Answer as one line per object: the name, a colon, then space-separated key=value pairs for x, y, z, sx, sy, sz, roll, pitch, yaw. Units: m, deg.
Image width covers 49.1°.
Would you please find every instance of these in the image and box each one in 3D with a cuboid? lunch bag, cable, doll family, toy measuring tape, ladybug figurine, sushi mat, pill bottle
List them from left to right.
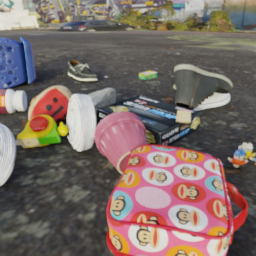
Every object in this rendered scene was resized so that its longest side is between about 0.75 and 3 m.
cable: x=-3.405 y=0.670 z=6.839 sx=1.622 sy=1.622 sz=0.561 roll=7 pitch=-11 yaw=36
pill bottle: x=-5.164 y=-1.075 z=11.450 sx=1.803 sy=0.988 sz=0.988 roll=-2 pitch=24 yaw=-5
toy measuring tape: x=-3.234 y=0.124 z=8.875 sx=2.706 sy=0.995 sz=0.995 roll=-7 pitch=24 yaw=1
ladybug figurine: x=-2.697 y=-0.683 z=10.027 sx=0.690 sy=1.302 sz=1.919 roll=24 pitch=64 yaw=39
cable: x=-1.421 y=-0.148 z=8.481 sx=0.598 sy=1.727 sz=1.728 roll=-3 pitch=30 yaw=-23
lunch bag: x=1.041 y=1.413 z=5.648 sx=2.507 sy=1.166 sz=2.846 roll=6 pitch=25 yaw=13
sushi mat: x=1.843 y=-0.374 z=9.311 sx=0.461 sy=0.058 sz=0.964 roll=6 pitch=26 yaw=10
doll family: x=3.434 y=0.793 z=7.555 sx=1.384 sy=0.859 sz=0.624 roll=9 pitch=58 yaw=18

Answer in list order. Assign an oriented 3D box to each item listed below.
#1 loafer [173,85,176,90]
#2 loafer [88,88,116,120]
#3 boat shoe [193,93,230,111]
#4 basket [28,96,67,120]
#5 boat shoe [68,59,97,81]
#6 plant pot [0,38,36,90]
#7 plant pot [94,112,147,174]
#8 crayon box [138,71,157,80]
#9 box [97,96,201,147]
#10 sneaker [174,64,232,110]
loafer: x=3.441 y=-2.304 z=14.449 sx=2.299 sy=0.785 sz=0.870 roll=-4 pitch=24 yaw=-9
loafer: x=-1.318 y=-1.009 z=11.209 sx=1.036 sy=1.038 sz=2.968 roll=9 pitch=21 yaw=17
boat shoe: x=3.554 y=-1.427 z=12.354 sx=2.724 sy=0.890 sz=1.002 roll=-18 pitch=29 yaw=-34
basket: x=-3.029 y=-0.932 z=10.979 sx=1.563 sy=1.116 sz=1.165 roll=-21 pitch=32 yaw=-39
boat shoe: x=-2.775 y=-3.389 z=16.643 sx=1.055 sy=0.994 sz=2.939 roll=-9 pitch=27 yaw=-35
plant pot: x=-6.397 y=-3.627 z=15.242 sx=2.296 sy=2.553 sz=2.553 roll=-10 pitch=26 yaw=-22
plant pot: x=-0.065 y=0.503 z=7.617 sx=1.463 sy=1.463 sz=1.309 roll=-9 pitch=42 yaw=-19
crayon box: x=1.201 y=-3.192 z=17.027 sx=0.628 sy=0.308 sz=1.057 roll=21 pitch=31 yaw=38
box: x=0.707 y=-0.310 z=10.091 sx=2.995 sy=0.689 sz=2.381 roll=22 pitch=32 yaw=40
sneaker: x=2.926 y=-1.361 z=11.126 sx=2.925 sy=1.554 sz=1.094 roll=10 pitch=-7 yaw=-29
